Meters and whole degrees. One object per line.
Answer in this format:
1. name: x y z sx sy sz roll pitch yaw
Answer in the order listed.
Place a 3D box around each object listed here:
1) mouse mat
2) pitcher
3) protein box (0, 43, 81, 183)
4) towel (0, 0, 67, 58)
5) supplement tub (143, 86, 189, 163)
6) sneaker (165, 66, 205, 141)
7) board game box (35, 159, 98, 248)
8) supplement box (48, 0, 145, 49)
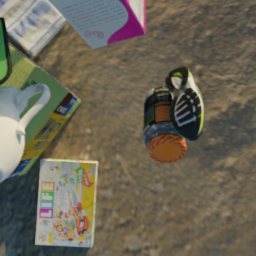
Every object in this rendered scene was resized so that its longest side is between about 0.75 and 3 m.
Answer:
1. mouse mat: -3.254 -0.699 4.602 2.981 0.112 2.399 -31 46 1
2. pitcher: -2.177 -0.013 4.905 1.610 1.877 1.138 -19 133 12
3. protein box: -3.376 -0.608 7.590 2.875 1.940 2.854 38 89 1
4. towel: -3.144 -3.432 8.529 2.208 0.263 1.622 43 88 1
5. supplement tub: 0.832 -0.086 6.236 0.998 0.998 1.628 5 47 0
6. sneaker: 1.238 -0.454 5.545 0.683 1.848 0.748 -27 130 29
7. board game box: -1.795 2.193 8.276 1.646 0.419 2.449 3 88 0
8. supplement box: -0.769 -2.991 5.447 1.387 2.742 1.417 -8 66 23
